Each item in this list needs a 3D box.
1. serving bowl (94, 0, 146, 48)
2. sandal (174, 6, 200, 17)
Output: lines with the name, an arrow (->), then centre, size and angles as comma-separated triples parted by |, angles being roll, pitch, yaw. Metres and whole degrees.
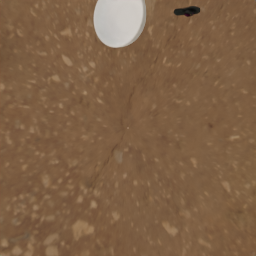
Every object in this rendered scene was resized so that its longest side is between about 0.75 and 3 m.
serving bowl -> -0.149, -2.864, 7.292 | 1.542, 0.507, 1.542 | 5, 99, 33
sandal -> 1.589, -3.105, 7.565 | 0.768, 0.289, 0.184 | 9, 79, 39
